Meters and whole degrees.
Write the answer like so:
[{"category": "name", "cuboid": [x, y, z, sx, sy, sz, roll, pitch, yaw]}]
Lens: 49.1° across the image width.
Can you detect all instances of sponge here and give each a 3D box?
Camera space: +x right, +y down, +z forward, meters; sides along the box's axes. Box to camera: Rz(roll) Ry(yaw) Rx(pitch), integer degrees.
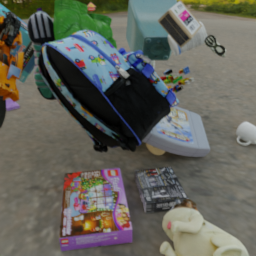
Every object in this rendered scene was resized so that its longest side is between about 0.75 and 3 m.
[{"category": "sponge", "cuboid": [-5.527, -1.079, 13.038, 0.568, 0.152, 1.019, -21, 34, -34]}]

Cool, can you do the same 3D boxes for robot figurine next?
[{"category": "robot figurine", "cuboid": [-3.078, -1.546, 6.491, 1.789, 0.718, 2.468, -23, 57, 23]}]

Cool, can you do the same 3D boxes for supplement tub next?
[{"category": "supplement tub", "cuboid": [2.038, -3.072, 9.690, 1.182, 0.780, 0.780, -22, 28, 4]}]

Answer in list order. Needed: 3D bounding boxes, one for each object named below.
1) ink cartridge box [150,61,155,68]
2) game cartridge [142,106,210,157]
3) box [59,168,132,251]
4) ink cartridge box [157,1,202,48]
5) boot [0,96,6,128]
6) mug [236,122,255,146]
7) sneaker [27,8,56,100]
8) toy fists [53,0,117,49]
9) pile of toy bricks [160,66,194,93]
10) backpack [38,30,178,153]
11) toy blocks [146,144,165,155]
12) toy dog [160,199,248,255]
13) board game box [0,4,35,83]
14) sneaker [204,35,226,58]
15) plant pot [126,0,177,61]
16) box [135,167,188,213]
[{"category": "ink cartridge box", "cuboid": [-0.285, -2.073, 12.802, 2.912, 2.122, 1.206, 2, 28, 5]}, {"category": "game cartridge", "cuboid": [1.346, -0.037, 9.148, 2.819, 0.585, 1.877, 17, 39, -19]}, {"category": "box", "cuboid": [-0.840, 1.897, 6.997, 1.567, 0.448, 2.291, -4, 28, -8]}, {"category": "ink cartridge box", "cuboid": [1.344, -2.662, 7.154, 0.412, 0.903, 1.096, -34, 13, 43]}, {"category": "boot", "cuboid": [-4.438, -0.944, 8.424, 1.311, 2.007, 0.679, 1, 4, -7]}, {"category": "mug", "cuboid": [4.292, 0.299, 9.996, 0.863, 0.637, 0.757, -39, 39, -5]}, {"category": "sneaker", "cuboid": [-2.452, -2.245, 8.738, 1.011, 2.717, 1.189, -4, 36, -11]}, {"category": "toy fists", "cuboid": [-1.186, -2.746, 8.421, 0.982, 1.456, 2.856, 7, 11, 20]}, {"category": "pile of toy bricks", "cuboid": [1.551, -1.737, 10.325, 1.636, 0.908, 0.808, -32, 20, -27]}, {"category": "backpack", "cuboid": [-0.660, -1.016, 6.828, 2.005, 2.980, 2.720, -46, 11, -19]}, {"category": "toy blocks", "cuboid": [1.044, 0.045, 10.225, 1.753, 0.764, 2.103, 17, 32, 28]}, {"category": "toy dog", "cuboid": [1.443, 2.200, 5.679, 1.696, 1.220, 1.749, -5, 25, -32]}, {"category": "board game box", "cuboid": [-4.395, -3.118, 10.160, 2.503, 1.890, 0.587, 36, 32, -17]}, {"category": "sneaker", "cuboid": [2.349, -2.156, 7.542, 0.364, 0.316, 0.821, 27, 31, -55]}, {"category": "plant pot", "cuboid": [0.999, -3.725, 11.162, 1.923, 1.918, 1.959, -2, 55, -7]}, {"category": "box", "cuboid": [0.852, 1.637, 7.606, 1.119, 0.353, 1.420, -5, 28, -10]}]
